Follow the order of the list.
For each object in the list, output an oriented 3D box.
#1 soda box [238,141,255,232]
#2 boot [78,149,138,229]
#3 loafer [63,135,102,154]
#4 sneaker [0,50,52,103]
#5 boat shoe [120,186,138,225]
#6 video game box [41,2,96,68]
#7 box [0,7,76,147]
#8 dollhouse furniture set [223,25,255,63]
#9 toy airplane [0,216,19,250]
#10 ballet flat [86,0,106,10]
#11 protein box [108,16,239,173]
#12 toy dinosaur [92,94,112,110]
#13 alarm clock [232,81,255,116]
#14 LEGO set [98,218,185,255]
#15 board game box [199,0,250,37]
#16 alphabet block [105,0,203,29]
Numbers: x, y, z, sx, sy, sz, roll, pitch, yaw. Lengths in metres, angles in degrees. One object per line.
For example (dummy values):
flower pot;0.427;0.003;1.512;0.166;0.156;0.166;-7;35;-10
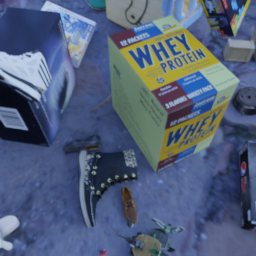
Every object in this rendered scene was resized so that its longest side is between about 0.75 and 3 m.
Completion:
soda box;3.429;1.501;7.328;0.809;0.724;2.285;9;57;6
boot;-0.492;1.465;7.345;1.583;0.757;2.096;-5;56;-6
loafer;-1.322;0.558;8.170;1.148;0.418;0.415;-19;63;-11
sneaker;-2.150;-1.228;5.273;1.539;0.581;0.886;36;69;-20
boat shoe;0.004;1.983;7.234;0.360;0.338;1.000;-11;57;-7
video game box;-2.489;-3.533;10.498;2.058;0.529;2.259;19;57;-8
box;-2.819;-1.396;8.027;1.720;2.792;2.769;8;57;6
dollhouse furniture set;5.133;-3.742;9.741;2.933;2.594;1.631;6;55;3
toy airplane;-3.785;2.860;5.788;2.437;1.727;2.448;7;51;0
ballet flat;-0.804;-5.830;12.399;2.468;0.832;0.769;-25;31;-20
protein box;0.955;-0.868;7.641;1.914;2.837;2.816;-24;59;-15
toy dinosaur;0.003;-1.627;9.250;0.827;1.455;2.739;35;56;11
alarm clock;3.954;-1.036;9.222;0.985;0.486;1.460;-3;53;-2
LEGO set;0.166;2.997;6.498;2.519;0.714;1.636;-14;54;6
board game box;2.614;-3.864;7.147;0.653;1.904;2.303;15;73;38
alphabet block;1.118;-5.464;10.745;2.988;2.918;2.934;34;60;22
